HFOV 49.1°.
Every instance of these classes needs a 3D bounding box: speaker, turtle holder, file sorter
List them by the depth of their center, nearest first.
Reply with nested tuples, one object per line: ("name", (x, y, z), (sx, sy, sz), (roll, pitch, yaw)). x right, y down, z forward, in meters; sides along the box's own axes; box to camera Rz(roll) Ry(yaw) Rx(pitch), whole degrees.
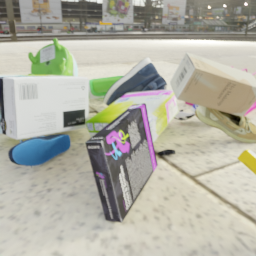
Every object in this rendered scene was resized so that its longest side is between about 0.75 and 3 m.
("turtle holder", (-3.068, -2.384, 12.486), (2.046, 1.912, 2.693), (-42, 63, 2))
("file sorter", (4.311, -1.833, 12.632), (2.758, 1.730, 1.917), (18, 29, 38))
("speaker", (-1.004, -2.016, 13.847), (2.265, 1.002, 1.002), (-8, 23, -7))

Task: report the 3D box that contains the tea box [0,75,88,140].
("tea box", (-3.098, -0.847, 9.257), (2.582, 1.753, 2.624), (11, 15, 41))

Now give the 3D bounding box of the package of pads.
("package of pads", (0.301, -0.383, 9.344), (2.181, 0.963, 2.823), (1, 26, 31))

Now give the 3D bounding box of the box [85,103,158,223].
("box", (-0.007, 0.637, 6.413), (0.453, 1.795, 2.511), (-4, 18, 24))

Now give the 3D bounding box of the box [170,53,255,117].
("box", (2.643, -1.260, 8.448), (2.440, 1.159, 0.949), (11, 39, -18))

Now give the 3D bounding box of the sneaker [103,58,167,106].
("sneaker", (0.399, -1.382, 12.170), (2.801, 2.024, 1.065), (-39, -6, 15))

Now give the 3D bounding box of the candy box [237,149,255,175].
("candy box", (2.950, 1.213, 5.136), (2.139, 0.282, 1.093), (46, 14, 22))

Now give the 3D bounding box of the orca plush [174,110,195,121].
("orca plush", (2.191, -0.453, 10.827), (0.928, 0.330, 0.488), (-17, 55, 5))

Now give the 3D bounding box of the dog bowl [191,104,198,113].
("dog bowl", (3.050, -0.646, 10.573), (1.261, 0.497, 1.261), (22, 16, -6))

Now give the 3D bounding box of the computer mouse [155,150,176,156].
("computer mouse", (0.574, 0.820, 8.103), (1.798, 0.306, 0.527), (-2, 3, -18))

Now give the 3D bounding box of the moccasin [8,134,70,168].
("moccasin", (-2.539, 0.646, 7.980), (0.714, 0.843, 2.094), (1, 5, 30))

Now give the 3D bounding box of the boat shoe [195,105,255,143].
("boat shoe", (3.400, -0.264, 9.196), (2.344, 0.737, 0.855), (27, 42, 5))
